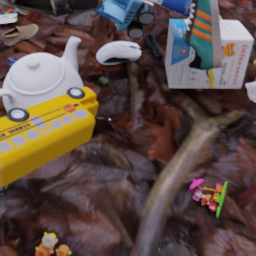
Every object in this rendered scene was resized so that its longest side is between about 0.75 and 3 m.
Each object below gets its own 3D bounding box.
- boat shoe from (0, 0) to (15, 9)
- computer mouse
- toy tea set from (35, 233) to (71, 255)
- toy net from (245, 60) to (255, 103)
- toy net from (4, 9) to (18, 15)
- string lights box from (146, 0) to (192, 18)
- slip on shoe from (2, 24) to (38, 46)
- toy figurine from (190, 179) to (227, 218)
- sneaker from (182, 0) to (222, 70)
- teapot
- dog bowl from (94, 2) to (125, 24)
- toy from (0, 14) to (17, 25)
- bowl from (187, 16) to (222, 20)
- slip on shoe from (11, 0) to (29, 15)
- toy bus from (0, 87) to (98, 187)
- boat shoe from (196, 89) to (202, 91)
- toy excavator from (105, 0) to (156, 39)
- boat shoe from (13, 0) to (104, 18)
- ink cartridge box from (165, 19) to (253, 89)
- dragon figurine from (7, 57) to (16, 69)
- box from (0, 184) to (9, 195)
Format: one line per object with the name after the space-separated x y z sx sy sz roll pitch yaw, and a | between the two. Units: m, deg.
-3.968 -4.034 9.073 0.348 0.970 0.367 -20 96 19 | boat shoe
0.010 -3.109 11.234 2.628 0.577 1.441 -11 60 -6 | computer mouse
-1.784 3.325 7.342 1.352 0.500 0.804 41 99 3 | toy tea set
3.265 -1.411 6.246 0.992 1.891 0.365 11 40 8 | toy net
-5.086 -5.337 12.851 0.570 0.210 1.086 30 61 20 | toy net
1.216 -3.611 7.849 1.899 0.560 0.976 2 30 -39 | string lights box
-4.588 -4.061 11.878 1.590 0.482 0.605 -32 64 -18 | slip on shoe
2.269 1.934 8.180 0.971 0.792 1.055 15 83 25 | toy figurine
1.862 -2.706 7.326 1.015 2.541 0.907 -5 27 19 | sneaker
-2.924 -1.376 9.239 2.898 2.144 2.936 -4 59 -2 | teapot
-0.529 -3.193 7.668 1.155 0.644 0.286 35 102 39 | dog bowl
-5.459 -4.768 12.456 1.048 0.247 0.603 -11 57 0 | toy
2.995 -3.965 11.499 1.642 0.771 1.642 0 93 -10 | bowl
-3.546 -4.188 9.070 0.354 1.170 0.445 -4 58 18 | slip on shoe
-1.439 0.035 5.084 0.917 0.762 2.343 41 45 21 | toy bus
2.449 -1.738 10.560 0.911 0.285 0.324 38 67 22 | boat shoe
-0.333 -4.206 8.766 2.607 2.535 1.302 7 69 -21 | toy excavator
-1.641 -2.956 6.566 2.129 0.766 0.690 7 59 2 | boat shoe
2.700 -2.606 9.901 2.540 1.870 1.837 1 39 2 | ink cartridge box
-4.497 -2.457 10.984 1.074 0.316 0.534 26 62 14 | dragon figurine
-4.272 1.151 8.694 1.384 0.401 1.742 3 58 2 | box
